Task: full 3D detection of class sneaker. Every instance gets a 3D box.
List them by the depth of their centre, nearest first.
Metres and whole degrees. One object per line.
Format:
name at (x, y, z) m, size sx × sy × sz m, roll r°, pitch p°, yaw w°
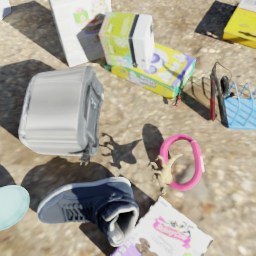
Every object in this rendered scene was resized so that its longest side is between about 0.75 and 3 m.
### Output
sneaker at (-0.918, 1.978, 6.358) m, size 2.375 × 0.903 × 1.716 m, roll -16°, pitch 23°, yaw -8°

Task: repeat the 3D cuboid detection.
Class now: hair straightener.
hair straightener at (2.806, -1.083, 8.391) m, size 0.721 × 1.874 × 0.383 m, roll -9°, pitch 27°, yaw 6°

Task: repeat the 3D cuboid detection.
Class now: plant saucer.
plant saucer at (-2.944, 1.856, 6.636) m, size 0.213 × 1.183 × 1.183 m, roll 25°, pitch 56°, yaw 40°

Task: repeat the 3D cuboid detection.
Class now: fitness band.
fitness band at (1.420, 0.898, 7.572) m, size 1.117 × 0.291 × 1.555 m, roll -19°, pitch 60°, yaw 25°

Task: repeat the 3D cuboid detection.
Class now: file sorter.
file sorter at (3.988, -0.691, 8.596) m, size 1.699 × 1.042 × 1.179 m, roll 3°, pitch 56°, yaw 2°

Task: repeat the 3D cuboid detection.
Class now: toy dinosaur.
toy dinosaur at (0.874, 1.042, 6.995) m, size 0.700 × 0.403 × 1.384 m, roll 41°, pitch 48°, yaw -13°

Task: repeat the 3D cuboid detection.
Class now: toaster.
toaster at (-1.794, -0.330, 7.869) m, size 1.873 × 1.648 × 2.901 m, roll -1°, pitch 68°, yaw 10°

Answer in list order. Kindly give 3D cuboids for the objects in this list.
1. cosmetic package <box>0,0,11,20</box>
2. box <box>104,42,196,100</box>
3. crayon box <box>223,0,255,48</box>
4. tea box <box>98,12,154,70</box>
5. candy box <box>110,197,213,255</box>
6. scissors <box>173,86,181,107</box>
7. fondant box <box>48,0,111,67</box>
cosmetic package at (-6.772, -5.415, 11.153) m, size 2.754 × 2.291 × 2.305 m, roll 20°, pitch 57°, yaw 12°
box at (0.710, -2.282, 9.937) m, size 2.892 × 0.699 × 1.697 m, roll 26°, pitch 59°, yaw 20°
crayon box at (4.955, -4.107, 11.206) m, size 1.741 × 0.696 × 2.742 m, roll 25°, pitch 58°, yaw 17°
tea box at (-0.001, -2.739, 8.897) m, size 1.449 × 1.473 × 0.984 m, roll 11°, pitch 67°, yaw 13°
candy box at (0.742, 2.767, 6.333) m, size 1.531 × 0.653 × 1.825 m, roll 36°, pitch 65°, yaw 22°
scissors at (1.665, -1.033, 9.114) m, size 0.056 × 0.295 × 0.806 m, roll 33°, pitch 71°, yaw -25°
fondant box at (-1.488, -3.432, 9.562) m, size 1.802 × 2.498 × 0.728 m, roll -20°, pitch 60°, yaw -10°
